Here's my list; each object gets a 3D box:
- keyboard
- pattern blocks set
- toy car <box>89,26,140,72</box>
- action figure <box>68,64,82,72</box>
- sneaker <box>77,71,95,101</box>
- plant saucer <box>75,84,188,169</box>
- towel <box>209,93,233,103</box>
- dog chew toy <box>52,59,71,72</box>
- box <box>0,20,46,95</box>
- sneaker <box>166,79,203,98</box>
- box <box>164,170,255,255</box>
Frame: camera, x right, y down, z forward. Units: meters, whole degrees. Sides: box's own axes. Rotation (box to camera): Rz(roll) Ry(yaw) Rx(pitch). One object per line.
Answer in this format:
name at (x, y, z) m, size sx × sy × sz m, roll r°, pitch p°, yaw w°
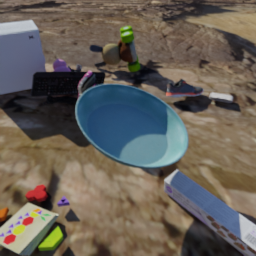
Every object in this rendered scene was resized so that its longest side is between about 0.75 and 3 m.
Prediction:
keyboard at (-2.137, -1.387, 10.356) m, size 2.742 × 1.427 × 0.543 m, roll -7°, pitch 50°, yaw -30°
pattern blocks set at (-2.222, 2.176, 6.140) m, size 1.875 × 0.173 × 2.133 m, roll 17°, pitch 37°, yaw 33°
toy car at (-0.667, -3.576, 13.329) m, size 2.144 × 1.761 × 1.692 m, roll -12°, pitch 35°, yaw 5°
action figure at (-2.436, -2.419, 12.319) m, size 0.925 × 0.794 × 1.556 m, roll -19°, pitch 42°, yaw -19°
sneaker at (-1.190, -1.110, 9.195) m, size 0.778 × 1.779 × 0.656 m, roll 31°, pitch 54°, yaw 7°
plant saucer at (0.070, -0.017, 6.534) m, size 2.705 × 0.486 × 2.705 m, roll 14°, pitch 40°, yaw -12°
towel at (3.607, -1.180, 10.863) m, size 0.873 × 0.151 × 0.579 m, roll 13°, pitch 29°, yaw 18°
dog chew toy at (-2.640, -2.069, 11.263) m, size 0.892 × 1.432 × 0.892 m, roll -16°, pitch -4°, yaw -1°
box at (-4.810, -2.901, 11.548) m, size 2.448 × 2.435 × 1.600 m, roll -15°, pitch 38°, yaw -20°
sneaker at (2.267, -1.587, 10.985) m, size 1.696 × 0.695 × 0.654 m, roll -9°, pitch 12°, yaw -28°
box at (1.885, 1.887, 6.333) m, size 0.519 × 0.484 × 2.503 m, roll -34°, pitch 48°, yaw -27°
